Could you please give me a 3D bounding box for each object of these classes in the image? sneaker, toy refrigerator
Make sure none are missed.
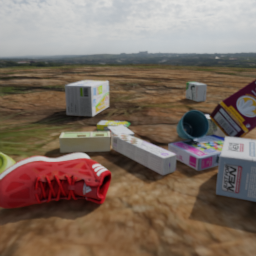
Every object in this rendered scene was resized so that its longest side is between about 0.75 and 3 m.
[{"bbox_3d":[-1.277,1.059,5.382,1.333,0.904,2.308,13,21,41],"label":"sneaker"},{"bbox_3d":[-1.272,0.394,8.380,1.465,0.512,0.556,-1,16,-4],"label":"toy refrigerator"}]

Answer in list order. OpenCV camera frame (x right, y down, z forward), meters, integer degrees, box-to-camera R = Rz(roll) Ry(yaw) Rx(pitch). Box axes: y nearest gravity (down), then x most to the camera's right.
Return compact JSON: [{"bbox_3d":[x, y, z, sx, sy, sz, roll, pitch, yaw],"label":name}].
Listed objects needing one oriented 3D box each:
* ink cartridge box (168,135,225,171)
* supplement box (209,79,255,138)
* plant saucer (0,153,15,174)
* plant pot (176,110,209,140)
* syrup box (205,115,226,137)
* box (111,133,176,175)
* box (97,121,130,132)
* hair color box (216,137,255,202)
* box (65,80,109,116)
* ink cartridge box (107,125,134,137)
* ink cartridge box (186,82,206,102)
[{"bbox_3d":[2.322,0.611,7.841,2.096,0.440,1.251,-7,17,-29],"label":"ink cartridge box"},{"bbox_3d":[3.909,-0.649,9.013,2.197,1.212,0.941,-31,-18,-18],"label":"supplement box"},{"bbox_3d":[-3.633,1.023,5.979,2.545,0.395,2.545,1,21,0],"label":"plant saucer"},{"bbox_3d":[1.763,-0.007,8.008,0.813,0.813,0.764,-4,-13,-14],"label":"plant pot"},{"bbox_3d":[2.942,-0.104,9.972,1.528,0.602,0.622,7,17,23],"label":"syrup box"},{"bbox_3d":[0.331,0.636,7.621,0.449,0.480,2.319,-11,18,-34],"label":"box"},{"bbox_3d":[-0.527,-0.062,10.463,1.137,0.275,0.667,1,15,13],"label":"box"},{"bbox_3d":[3.407,0.946,5.734,2.925,0.887,1.448,7,17,21],"label":"hair color box"},{"bbox_3d":[-1.870,-1.475,13.361,1.254,1.392,2.475,4,16,13],"label":"box"},{"bbox_3d":[-0.283,0.191,9.508,0.597,0.276,1.096,-7,18,-21],"label":"ink cartridge box"},{"bbox_3d":[3.975,-2.133,16.465,0.561,0.990,1.351,-6,16,-19],"label":"ink cartridge box"}]
